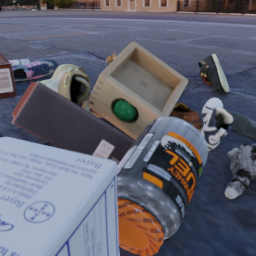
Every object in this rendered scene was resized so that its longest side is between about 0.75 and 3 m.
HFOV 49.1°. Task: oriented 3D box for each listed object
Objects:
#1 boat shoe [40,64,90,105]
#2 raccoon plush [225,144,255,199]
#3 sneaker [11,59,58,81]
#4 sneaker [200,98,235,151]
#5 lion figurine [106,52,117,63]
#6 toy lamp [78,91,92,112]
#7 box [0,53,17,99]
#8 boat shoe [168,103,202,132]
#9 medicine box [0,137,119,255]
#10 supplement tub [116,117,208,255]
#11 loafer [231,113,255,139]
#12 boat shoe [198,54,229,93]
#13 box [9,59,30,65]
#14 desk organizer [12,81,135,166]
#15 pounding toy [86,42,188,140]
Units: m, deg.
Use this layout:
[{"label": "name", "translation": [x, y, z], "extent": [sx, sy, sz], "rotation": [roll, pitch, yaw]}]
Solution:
[{"label": "boat shoe", "translation": [-1.473, -0.986, 7.262], "extent": [0.970, 1.082, 2.923], "rotation": [1, 26, 7]}, {"label": "raccoon plush", "translation": [2.069, 0.788, 5.450], "extent": [1.284, 0.860, 0.621], "rotation": [-36, 83, -16]}, {"label": "sneaker", "translation": [-3.887, -2.286, 11.506], "extent": [2.124, 0.745, 0.871], "rotation": [-16, 31, -16]}, {"label": "sneaker", "translation": [2.106, -0.286, 6.430], "extent": [0.591, 0.964, 1.481], "rotation": [31, 57, -1]}, {"label": "lion figurine", "translation": [-0.604, -3.505, 14.346], "extent": [1.010, 0.366, 0.619], "rotation": [23, 68, 28]}, {"label": "toy lamp", "translation": [-1.163, -0.455, 7.715], "extent": [0.623, 0.623, 2.140], "rotation": [-1, 32, -2]}, {"label": "box", "translation": [-4.881, -2.010, 10.302], "extent": [0.911, 1.218, 2.432], "rotation": [-14, 29, -27]}, {"label": "boat shoe", "translation": [1.392, -0.382, 7.511], "extent": [0.693, 0.650, 1.925], "rotation": [-10, 22, -14]}, {"label": "medicine box", "translation": [-1.041, 1.561, 1.892], "extent": [1.209, 2.140, 2.350], "rotation": [11, 28, 21]}, {"label": "supplement tub", "translation": [0.404, 0.811, 4.285], "extent": [1.195, 1.195, 1.950], "rotation": [13, 42, 24]}, {"label": "loafer", "translation": [3.158, 0.021, 7.144], "extent": [0.400, 0.457, 1.272], "rotation": [4, 24, -41]}, {"label": "boat shoe", "translation": [3.249, -1.997, 10.749], "extent": [0.862, 1.007, 2.752], "rotation": [-23, 28, 20]}, {"label": "box", "translation": [-5.446, -2.915, 13.198], "extent": [1.590, 0.327, 1.240], "rotation": [-11, 28, -19]}, {"label": "desk organizer", "translation": [-0.995, 0.027, 5.356], "extent": [2.228, 0.799, 0.858], "rotation": [32, -4, -28]}, {"label": "pounding toy", "translation": [-0.059, -0.678, 6.700], "extent": [1.976, 1.526, 2.147], "rotation": [35, 50, -1]}]
